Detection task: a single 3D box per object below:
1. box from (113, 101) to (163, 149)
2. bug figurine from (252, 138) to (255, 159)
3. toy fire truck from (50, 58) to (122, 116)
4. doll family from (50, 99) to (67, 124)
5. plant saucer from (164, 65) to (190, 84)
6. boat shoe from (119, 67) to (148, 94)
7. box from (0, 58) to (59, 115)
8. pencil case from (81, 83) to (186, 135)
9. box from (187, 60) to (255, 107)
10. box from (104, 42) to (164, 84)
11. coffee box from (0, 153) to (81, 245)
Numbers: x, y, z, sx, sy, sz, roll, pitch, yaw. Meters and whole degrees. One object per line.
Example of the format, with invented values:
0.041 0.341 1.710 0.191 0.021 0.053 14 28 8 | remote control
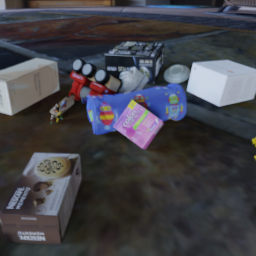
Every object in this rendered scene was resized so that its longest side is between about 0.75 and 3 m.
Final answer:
0.273 -0.072 7.256 0.973 0.856 0.470 37 1 13 | box
4.080 0.455 7.085 1.881 0.484 1.458 -2 29 -3 | bug figurine
-1.467 -1.110 9.296 1.777 2.018 1.299 29 6 33 | toy fire truck
-2.131 -0.503 8.617 0.338 0.860 0.497 16 6 -18 | doll family
2.090 -2.396 12.046 1.146 0.288 1.146 -9 49 11 | plant saucer
0.003 -1.519 9.875 0.926 0.912 2.612 -35 13 32 | boat shoe
-3.685 -1.564 10.034 1.011 1.235 2.601 14 33 20 | box
0.195 -0.575 8.293 2.979 1.162 1.294 -10 -1 -16 | pencil case
3.438 -1.664 10.070 2.040 1.085 1.553 -12 34 -33 | box
0.378 -3.060 12.802 2.218 1.166 2.708 6 29 12 | box
-1.568 1.263 5.371 0.997 0.704 1.764 2 29 3 | coffee box
